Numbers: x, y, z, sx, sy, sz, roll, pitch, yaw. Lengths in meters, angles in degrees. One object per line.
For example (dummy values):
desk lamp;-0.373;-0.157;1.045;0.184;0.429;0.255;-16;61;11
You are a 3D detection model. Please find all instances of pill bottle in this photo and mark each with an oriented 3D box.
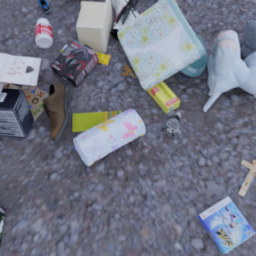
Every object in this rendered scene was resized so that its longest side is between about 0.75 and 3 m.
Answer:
pill bottle;-3.665;-4.118;12.144;0.692;0.692;1.233;-10;62;-5

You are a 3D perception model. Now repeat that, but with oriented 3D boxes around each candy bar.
candy bar;-1.830;-3.107;11.843;2.185;0.242;0.545;15;65;9

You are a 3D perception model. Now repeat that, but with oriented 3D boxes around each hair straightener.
hair straightener;0.150;-5.096;11.963;0.658;0.350;1.710;27;75;20

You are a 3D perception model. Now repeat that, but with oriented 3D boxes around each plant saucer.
plant saucer;2.463;-3.062;11.140;2.091;0.287;2.091;9;73;-33

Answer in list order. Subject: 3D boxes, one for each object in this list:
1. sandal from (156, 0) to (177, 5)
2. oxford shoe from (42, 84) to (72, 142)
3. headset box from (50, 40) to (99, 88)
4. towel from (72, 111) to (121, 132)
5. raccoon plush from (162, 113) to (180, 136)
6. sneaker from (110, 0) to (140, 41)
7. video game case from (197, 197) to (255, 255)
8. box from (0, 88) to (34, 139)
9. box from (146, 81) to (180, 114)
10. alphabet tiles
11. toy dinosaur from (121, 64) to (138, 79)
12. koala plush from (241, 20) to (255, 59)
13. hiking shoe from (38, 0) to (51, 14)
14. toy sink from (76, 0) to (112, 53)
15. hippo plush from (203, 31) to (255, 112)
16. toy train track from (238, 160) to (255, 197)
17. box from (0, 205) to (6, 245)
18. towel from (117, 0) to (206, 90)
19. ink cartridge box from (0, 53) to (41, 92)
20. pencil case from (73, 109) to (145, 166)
sandal;1.698;-6.713;13.376;1.021;1.138;3.103;-24;74;-18
oxford shoe;-2.654;-0.572;9.925;0.979;0.843;2.320;22;49;-36
headset box;-2.071;-2.647;11.213;1.236;0.624;1.663;34;76;15
towel;-1.143;-0.251;10.322;1.816;0.164;0.781;-4;60;-2
raccoon plush;1.616;-0.263;9.904;0.571;0.791;1.180;20;61;-2
sneaker;-0.349;-4.821;12.365;1.460;0.957;2.537;-28;67;-18
video game case;2.961;2.930;8.498;1.156;0.290;1.276;-27;65;-13
box;-4.258;-0.515;9.534;1.573;1.560;0.969;6;51;3
box;1.227;-1.365;10.780;0.634;0.422;1.684;-28;65;-15
alphabet tiles;-4.214;-0.993;10.778;2.116;0.080;1.769;27;65;14
toy dinosaur;0.046;-2.248;11.330;0.579;0.329;1.090;-30;66;-17
koala plush;5.688;-3.582;11.570;1.695;1.757;1.911;25;42;26
hiking shoe;-3.968;-5.877;13.160;0.433;0.505;1.164;-33;58;-7
toy sink;-1.434;-4.492;11.970;1.175;1.367;2.097;6;62;4
hippo plush;4.176;-2.156;10.185;2.266;2.245;2.819;10;61;6
toy train track;4.073;1.583;9.263;0.897;0.254;1.564;32;66;16
box;-4.261;2.903;8.237;0.910;0.762;1.226;-3;61;-2
towel;1.128;-3.222;10.545;2.548;0.717;2.977;-31;65;19
ink cartridge box;-4.203;-1.866;9.499;2.229;0.566;2.530;6;31;-17
pencil case;-0.604;0.323;9.466;2.433;1.104;1.011;-30;32;-16
